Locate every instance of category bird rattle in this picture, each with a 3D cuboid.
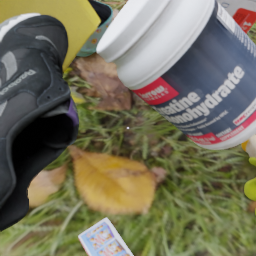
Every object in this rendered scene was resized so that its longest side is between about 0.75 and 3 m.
[{"bbox_3d":[3.702,0.615,5.736,2.866,1.614,2.336,-10,27,-5],"label":"bird rattle"}]

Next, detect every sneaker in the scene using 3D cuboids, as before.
[{"bbox_3d":[-0.961,-0.239,2.903,1.244,1.076,2.842,6,48,13],"label":"sneaker"}]

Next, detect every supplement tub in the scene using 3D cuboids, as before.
[{"bbox_3d":[0.951,-0.971,4.353,2.494,1.750,1.750,37,47,-21],"label":"supplement tub"}]

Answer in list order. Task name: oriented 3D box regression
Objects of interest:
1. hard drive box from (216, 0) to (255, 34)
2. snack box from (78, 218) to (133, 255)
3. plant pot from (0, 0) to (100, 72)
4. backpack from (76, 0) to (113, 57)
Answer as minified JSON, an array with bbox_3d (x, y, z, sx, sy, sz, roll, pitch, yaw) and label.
[{"bbox_3d":[1.308,-2.587,6.099,2.511,1.957,0.964,12,63,-6],"label":"hard drive box"},{"bbox_3d":[-0.154,2.492,4.933,0.653,0.221,1.815,-28,55,-22],"label":"snack box"},{"bbox_3d":[-1.819,-1.907,4.960,2.130,2.415,2.415,36,11,-18],"label":"plant pot"},{"bbox_3d":[-1.471,-3.255,8.978,2.060,1.579,1.811,23,57,23],"label":"backpack"}]
